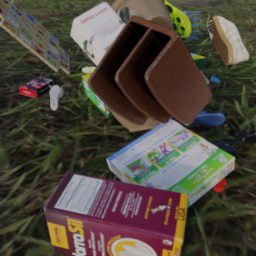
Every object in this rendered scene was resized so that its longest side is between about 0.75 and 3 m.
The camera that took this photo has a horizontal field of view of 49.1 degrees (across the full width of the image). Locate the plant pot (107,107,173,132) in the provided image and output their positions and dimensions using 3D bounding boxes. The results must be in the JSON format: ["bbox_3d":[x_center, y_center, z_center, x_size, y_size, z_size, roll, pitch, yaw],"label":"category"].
[{"bbox_3d":[0.639,-0.569,9.934,2.729,1.260,2.729,-9,0,0],"label":"plant pot"}]

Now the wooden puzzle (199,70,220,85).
[{"bbox_3d":[3.247,-2.645,14.462,2.558,0.299,1.726,-5,34,-8],"label":"wooden puzzle"}]

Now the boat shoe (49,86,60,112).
[{"bbox_3d":[-2.518,-0.996,9.669,0.348,0.342,0.965,-1,65,0],"label":"boat shoe"}]

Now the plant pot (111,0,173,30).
[{"bbox_3d":[0.661,-3.398,10.350,2.980,2.980,1.376,-18,32,-25],"label":"plant pot"}]

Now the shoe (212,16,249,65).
[{"bbox_3d":[2.405,-2.138,6.779,0.485,0.636,1.818,-7,49,5],"label":"shoe"}]

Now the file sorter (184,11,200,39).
[{"bbox_3d":[2.902,-4.691,12.893,0.723,1.179,0.818,6,14,15],"label":"file sorter"}]

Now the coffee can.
[{"bbox_3d":[-0.500,-2.884,9.026,1.732,1.268,1.268,-17,19,38],"label":"coffee can"}]

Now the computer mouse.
[{"bbox_3d":[3.438,0.512,9.158,2.706,0.461,0.793,-23,39,-32],"label":"computer mouse"}]

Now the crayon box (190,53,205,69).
[{"bbox_3d":[2.855,-3.624,15.465,2.342,0.595,1.487,-12,28,-23],"label":"crayon box"}]

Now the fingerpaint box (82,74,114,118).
[{"bbox_3d":[-0.503,-1.694,12.254,2.208,0.971,2.647,-21,38,-20],"label":"fingerpaint box"}]

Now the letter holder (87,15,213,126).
[{"bbox_3d":[0.593,-0.868,6.573,1.346,2.677,1.903,37,91,36],"label":"letter holder"}]

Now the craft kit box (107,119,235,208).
[{"bbox_3d":[1.166,1.042,8.106,2.620,0.636,2.587,-31,41,-21],"label":"craft kit box"}]

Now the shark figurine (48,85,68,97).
[{"bbox_3d":[-3.220,-1.812,13.083,0.623,0.435,1.042,-27,44,-37],"label":"shark figurine"}]

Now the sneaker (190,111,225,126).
[{"bbox_3d":[2.861,-0.482,10.875,1.676,0.588,0.653,1,41,5],"label":"sneaker"}]

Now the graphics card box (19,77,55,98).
[{"bbox_3d":[-4.297,-1.953,13.329,0.927,0.376,1.478,15,35,22],"label":"graphics card box"}]

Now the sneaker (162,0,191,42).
[{"bbox_3d":[1.705,-4.744,11.964,2.549,0.944,1.065,38,10,-21],"label":"sneaker"}]

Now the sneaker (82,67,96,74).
[{"bbox_3d":[-2.058,-3.161,15.290,0.892,0.338,0.468,1,19,-9],"label":"sneaker"}]

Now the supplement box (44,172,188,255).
[{"bbox_3d":[-0.216,2.093,6.057,2.767,1.527,1.185,8,34,12],"label":"supplement box"}]

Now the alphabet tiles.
[{"bbox_3d":[-2.663,-2.651,7.925,0.083,2.631,2.189,-38,36,17],"label":"alphabet tiles"}]

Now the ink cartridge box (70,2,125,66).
[{"bbox_3d":[-0.563,-2.353,7.574,1.209,0.698,1.655,-41,90,-25],"label":"ink cartridge box"}]

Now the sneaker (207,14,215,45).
[{"bbox_3d":[3.327,-3.886,10.979,0.468,1.268,0.513,-15,45,12],"label":"sneaker"}]

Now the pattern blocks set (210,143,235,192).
[{"bbox_3d":[2.379,1.072,8.868,1.877,0.173,2.135,17,37,24],"label":"pattern blocks set"}]
